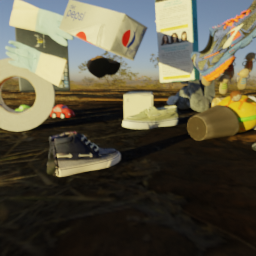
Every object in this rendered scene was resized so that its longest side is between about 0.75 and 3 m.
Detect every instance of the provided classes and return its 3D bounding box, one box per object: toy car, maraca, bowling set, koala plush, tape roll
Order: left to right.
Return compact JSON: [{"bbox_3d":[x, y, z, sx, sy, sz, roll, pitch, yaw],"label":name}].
[{"bbox_3d":[-3.964,-1.195,10.092,2.578,2.578,0.852,-3,10,-15],"label":"tape roll"},{"bbox_3d":[-4.334,-0.840,13.706,2.655,0.629,2.821,-7,12,-36],"label":"toy car"},{"bbox_3d":[3.577,-1.781,16.461,2.178,2.257,2.456,3,-13,-29],"label":"koala plush"},{"bbox_3d":[3.816,-0.562,10.224,1.664,1.299,2.428,-10,13,-9],"label":"maraca"},{"bbox_3d":[3.176,-1.506,8.359,1.777,1.236,0.954,-19,-34,4],"label":"bowling set"}]

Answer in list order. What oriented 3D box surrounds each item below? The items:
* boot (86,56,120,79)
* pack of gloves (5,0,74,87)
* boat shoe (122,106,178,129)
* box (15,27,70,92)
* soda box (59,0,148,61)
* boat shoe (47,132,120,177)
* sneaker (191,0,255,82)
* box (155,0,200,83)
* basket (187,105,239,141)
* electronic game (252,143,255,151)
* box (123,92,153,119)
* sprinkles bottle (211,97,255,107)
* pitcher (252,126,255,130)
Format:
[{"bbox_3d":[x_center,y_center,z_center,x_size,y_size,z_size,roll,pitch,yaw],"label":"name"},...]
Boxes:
[{"bbox_3d":[-1.251,-2.716,12.053,0.902,0.880,2.390,32,20,15],"label":"boot"},{"bbox_3d":[-2.814,-2.733,9.055,2.447,2.055,0.483,25,16,16],"label":"pack of gloves"},{"bbox_3d":[0.881,-0.436,10.981,2.550,0.791,0.918,-7,12,-34],"label":"boat shoe"},{"bbox_3d":[-3.848,-3.060,12.714,2.241,2.841,0.725,-3,8,-19],"label":"box"},{"bbox_3d":[-0.716,-2.465,6.950,0.789,0.850,2.489,12,17,-46],"label":"soda box"},{"bbox_3d":[-0.879,0.455,5.958,1.736,0.805,0.648,-10,14,-41],"label":"boat shoe"},{"bbox_3d":[2.705,-2.488,7.450,1.027,2.618,0.986,37,20,-6],"label":"sneaker"},{"bbox_3d":[1.576,-2.900,8.911,1.171,2.845,0.699,0,8,28],"label":"box"},{"bbox_3d":[2.620,-0.123,8.923,1.360,0.925,1.226,-13,46,-34],"label":"basket"},{"bbox_3d":[3.796,0.523,7.197,1.127,0.234,1.127,-1,6,0],"label":"electronic game"},{"bbox_3d":[0.567,-1.199,14.192,1.414,1.158,2.979,1,10,6],"label":"box"},{"bbox_3d":[5.890,-1.276,15.492,2.526,0.862,0.862,-4,11,-21],"label":"sprinkles bottle"},{"bbox_3d":[4.889,-0.334,10.664,1.195,0.845,1.393,-13,25,-17],"label":"pitcher"}]
